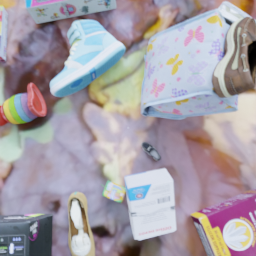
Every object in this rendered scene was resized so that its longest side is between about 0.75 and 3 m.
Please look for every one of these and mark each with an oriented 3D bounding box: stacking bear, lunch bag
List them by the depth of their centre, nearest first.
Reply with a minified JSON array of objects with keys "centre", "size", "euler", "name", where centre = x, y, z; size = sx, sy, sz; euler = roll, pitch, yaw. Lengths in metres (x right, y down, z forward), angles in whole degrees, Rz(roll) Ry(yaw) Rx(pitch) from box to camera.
[{"centre":[1.655,-1.619,8.279],"size":[2.889,1.837,2.450],"euler":[-7,70,43],"name":"lunch bag"},{"centre":[-3.513,-0.541,8.668],"size":[1.683,0.957,1.022],"euler":[-17,59,6],"name":"stacking bear"}]

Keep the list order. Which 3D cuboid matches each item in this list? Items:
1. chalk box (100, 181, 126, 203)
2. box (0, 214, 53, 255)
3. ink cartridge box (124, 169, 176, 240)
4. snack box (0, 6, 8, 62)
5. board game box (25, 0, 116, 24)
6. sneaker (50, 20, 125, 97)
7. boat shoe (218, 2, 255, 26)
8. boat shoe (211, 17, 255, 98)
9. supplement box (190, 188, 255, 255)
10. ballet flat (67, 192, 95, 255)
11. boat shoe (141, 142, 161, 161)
[{"centre":[-0.482,1.872,8.327],"size":[0.787,0.490,0.487],"euler":[20,78,5],"name":"chalk box"},{"centre":[-3.023,3.713,7.080],"size":[1.751,2.092,2.817],"euler":[-2,77,-1],"name":"box"},{"centre":[0.608,2.093,7.690],"size":[1.219,0.704,1.669],"euler":[-9,112,-8],"name":"ink cartridge box"},{"centre":[-4.835,-3.150,9.442],"size":[1.328,0.495,1.868],"euler":[-3,77,-1],"name":"snack box"},{"centre":[-2.019,-4.982,9.550],"size":[2.900,0.932,2.139],"euler":[-11,78,3],"name":"board game box"},{"centre":[-1.664,-2.325,8.940],"size":[2.774,1.103,1.811],"euler":[-38,85,-18],"name":"sneaker"},{"centre":[3.982,-3.405,9.340],"size":[2.331,0.859,0.748],"euler":[34,83,14],"name":"boat shoe"},{"centre":[2.917,-1.790,6.760],"size":[1.004,1.005,2.717],"euler":[45,56,-31],"name":"boat shoe"},{"centre":[3.160,2.745,7.761],"size":[2.329,1.202,1.525],"euler":[-21,78,-5],"name":"supplement box"},{"centre":[-1.428,2.933,7.989],"size":[0.740,0.680,2.157],"euler":[-12,78,-3],"name":"ballet flat"},{"centre":[0.715,0.718,8.712],"size":[0.286,0.234,0.775],"euler":[-41,80,-8],"name":"boat shoe"}]
